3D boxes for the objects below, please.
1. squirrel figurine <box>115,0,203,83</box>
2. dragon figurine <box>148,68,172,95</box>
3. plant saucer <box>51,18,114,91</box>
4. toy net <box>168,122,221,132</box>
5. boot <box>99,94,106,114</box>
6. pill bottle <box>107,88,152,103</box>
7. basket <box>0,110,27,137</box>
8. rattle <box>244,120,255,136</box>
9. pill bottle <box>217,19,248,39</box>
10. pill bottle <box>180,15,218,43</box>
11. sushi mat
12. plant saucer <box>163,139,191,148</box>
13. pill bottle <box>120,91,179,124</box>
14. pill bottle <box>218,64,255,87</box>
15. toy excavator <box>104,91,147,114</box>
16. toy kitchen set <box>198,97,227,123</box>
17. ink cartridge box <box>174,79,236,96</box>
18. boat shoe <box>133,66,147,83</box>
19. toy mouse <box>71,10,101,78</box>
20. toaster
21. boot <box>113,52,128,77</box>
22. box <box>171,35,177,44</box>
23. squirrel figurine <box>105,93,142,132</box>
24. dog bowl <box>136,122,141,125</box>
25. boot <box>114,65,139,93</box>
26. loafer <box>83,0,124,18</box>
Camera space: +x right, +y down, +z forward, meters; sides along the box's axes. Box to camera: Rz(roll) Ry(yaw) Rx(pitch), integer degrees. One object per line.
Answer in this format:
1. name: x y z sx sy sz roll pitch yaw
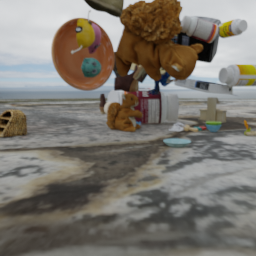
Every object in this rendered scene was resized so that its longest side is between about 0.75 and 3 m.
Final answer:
1. squirrel figurine: 1.009 -2.745 9.112 1.991 2.814 2.626 -38 51 -23
2. dragon figurine: 1.449 -1.883 10.872 1.645 0.818 0.484 -27 -2 13
3. plant saucer: -1.681 -2.702 10.467 2.626 2.626 0.492 -6 9 -39
4. toy net: 2.516 -0.074 10.734 1.944 0.375 1.020 0 8 5
5. boot: -1.534 -1.586 18.285 0.564 1.296 1.558 1 8 5
6. pill bottle: 0.267 -1.707 17.728 2.887 1.672 1.672 -4 9 -33
7. basket: -4.189 -0.190 9.741 0.911 0.873 1.223 -7 11 -41
8. rattle: 4.351 0.038 9.487 0.756 0.540 0.492 -1 -11 42
9. pill bottle: 3.509 -3.349 9.430 0.537 0.537 0.983 -3 9 -22
10. pill bottle: 2.287 -3.229 9.125 1.131 0.620 0.620 15 6 -9
11. sushi mat: 0.944 -2.676 12.776 2.295 0.139 1.098 16 38 13
12. plant saucer: 1.371 0.436 7.875 0.774 0.149 0.774 -1 8 0
13. pill bottle: 0.935 -0.942 12.905 2.611 1.491 1.491 0 8 0
14. pill bottle: 4.399 -2.055 11.002 1.585 0.866 0.866 -3 8 -17
15. toy excavator: 0.169 -1.152 15.831 2.405 2.473 1.235 46 -16 -27
16. toy kitchen set: 4.526 -0.957 14.120 1.315 1.189 1.458 -6 10 -36
17. ink cartridge box: 3.348 -1.761 11.934 1.984 0.430 1.965 2 14 -35
18. boat shoe: 0.718 -2.295 10.979 0.512 0.461 1.423 -15 33 53
19. toy mouse: -1.180 -2.570 9.300 0.517 2.674 2.376 -1 -31 5
20. toaster: 2.625 -3.433 10.647 1.485 1.642 0.974 16 42 25
21. boot: -0.243 -3.209 15.375 0.777 1.953 2.244 -29 5 -28
22. box: 1.267 -4.009 11.854 1.753 1.393 0.403 -16 -30 -10
23. squirrel figurine: -0.210 -0.638 10.963 1.522 1.420 1.077 3 8 21
24. dog bowl: 0.175 -0.164 11.924 0.518 0.230 0.929 -5 10 -30
25. boot: -0.054 -2.113 11.784 1.062 1.276 0.462 4 -14 4
26. loafer: -0.700 -3.544 7.804 1.483 0.500 0.564 32 -2 17
